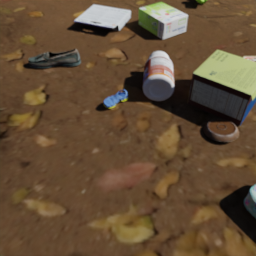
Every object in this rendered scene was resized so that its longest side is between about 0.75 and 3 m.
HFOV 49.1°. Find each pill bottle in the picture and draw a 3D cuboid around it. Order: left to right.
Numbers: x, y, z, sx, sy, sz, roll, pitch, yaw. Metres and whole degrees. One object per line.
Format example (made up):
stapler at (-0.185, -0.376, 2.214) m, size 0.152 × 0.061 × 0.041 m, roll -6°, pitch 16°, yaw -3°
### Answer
pill bottle at (1.204, -2.129, 11.125) m, size 1.183 × 1.183 × 2.108 m, roll 3°, pitch 44°, yaw 3°

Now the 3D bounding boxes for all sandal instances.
sandal at (-0.451, -1.125, 10.505) m, size 1.145 × 0.498 × 0.455 m, roll -33°, pitch 74°, yaw -30°

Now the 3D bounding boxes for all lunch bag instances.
lunch bag at (3.965, 2.100, 7.176) m, size 1.437 × 0.691 × 1.792 m, roll -26°, pitch 50°, yaw -20°

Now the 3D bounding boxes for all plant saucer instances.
plant saucer at (3.173, 0.036, 9.517) m, size 1.177 × 0.203 × 1.177 m, roll -1°, pitch 37°, yaw 1°

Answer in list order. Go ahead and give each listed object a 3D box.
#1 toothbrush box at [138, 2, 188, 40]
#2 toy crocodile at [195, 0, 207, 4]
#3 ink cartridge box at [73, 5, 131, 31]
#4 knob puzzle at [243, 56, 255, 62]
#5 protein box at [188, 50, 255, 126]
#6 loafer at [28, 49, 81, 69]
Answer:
toothbrush box at (1.815, -5.757, 14.964) m, size 1.611 × 0.952 × 2.212 m, roll -25°, pitch 51°, yaw -22°
toy crocodile at (4.791, -8.654, 17.750) m, size 0.936 × 0.856 × 2.773 m, roll 34°, pitch 49°, yaw -5°
ink cartridge box at (-1.394, -5.995, 15.519) m, size 2.441 × 0.497 × 2.446 m, roll 16°, pitch 47°, yaw 16°
knob puzzle at (5.892, -2.789, 12.424) m, size 2.062 × 0.286 × 2.062 m, roll 0°, pitch 45°, yaw 0°
protein box at (3.677, -1.544, 10.342) m, size 2.097 × 1.415 × 2.082 m, roll 28°, pitch 51°, yaw 25°
loafer at (-3.310, -3.165, 12.484) m, size 2.323 × 0.731 × 0.835 m, roll -4°, pitch 45°, yaw -4°
